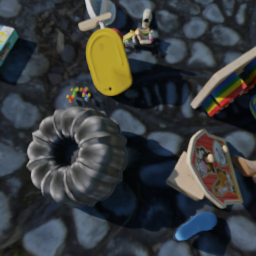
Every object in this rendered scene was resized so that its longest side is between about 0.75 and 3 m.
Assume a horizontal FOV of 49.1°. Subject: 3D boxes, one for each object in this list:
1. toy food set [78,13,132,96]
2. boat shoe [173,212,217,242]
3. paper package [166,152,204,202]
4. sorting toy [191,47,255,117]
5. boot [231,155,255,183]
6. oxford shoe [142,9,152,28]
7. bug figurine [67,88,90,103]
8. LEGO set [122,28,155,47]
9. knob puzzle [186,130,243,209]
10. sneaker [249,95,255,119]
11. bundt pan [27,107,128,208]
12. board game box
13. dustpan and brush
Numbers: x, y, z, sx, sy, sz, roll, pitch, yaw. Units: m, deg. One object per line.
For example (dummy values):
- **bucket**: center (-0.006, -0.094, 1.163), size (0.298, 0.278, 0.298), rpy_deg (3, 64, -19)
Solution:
- **toy food set**: center (-0.552, -2.435, 9.463), size (1.566, 0.869, 2.661), rpy_deg (-13, 93, 35)
- **boat shoe**: center (1.822, 2.724, 7.831), size (1.431, 0.491, 0.602), rpy_deg (-9, 62, -25)
- **paper package**: center (1.870, 1.459, 8.361), size (1.124, 0.582, 1.071), rpy_deg (30, 71, 12)
- **sorting toy**: center (3.335, -1.400, 8.622), size (2.287, 2.273, 0.796), rpy_deg (-33, 79, -12)
- **boot**: center (3.941, 1.174, 8.567), size (0.952, 0.457, 1.302), rpy_deg (-20, 51, -23)
- **oxford shoe**: center (0.733, -4.272, 10.839), size (0.341, 0.262, 0.908), rpy_deg (9, 66, 7)
- **bug figurine**: center (-1.666, -1.113, 9.539), size (0.790, 0.203, 0.613), rpy_deg (-3, 53, 5)
- **LEGO set**: center (0.293, -3.172, 10.199), size (1.477, 0.679, 0.550), rpy_deg (-15, 82, -4)
- **knob puzzle**: center (2.450, 1.066, 7.843), size (2.538, 0.352, 2.538), rpy_deg (23, 54, -36)
- **sneaker**: center (4.934, 0.004, 8.717), size (1.158, 0.990, 2.794), rpy_deg (-21, 67, -1)
- **bundt pan**: center (-1.574, 0.718, 7.828), size (2.990, 1.122, 2.990), rpy_deg (-5, 74, 19)
- **board game box**: center (-5.138, -2.883, 10.138), size (1.470, 0.457, 1.947), rpy_deg (16, 68, 9)
- **dustpan and brush**: center (-0.984, -4.085, 10.372), size (0.576, 1.404, 2.012), rpy_deg (1, 84, 43)
